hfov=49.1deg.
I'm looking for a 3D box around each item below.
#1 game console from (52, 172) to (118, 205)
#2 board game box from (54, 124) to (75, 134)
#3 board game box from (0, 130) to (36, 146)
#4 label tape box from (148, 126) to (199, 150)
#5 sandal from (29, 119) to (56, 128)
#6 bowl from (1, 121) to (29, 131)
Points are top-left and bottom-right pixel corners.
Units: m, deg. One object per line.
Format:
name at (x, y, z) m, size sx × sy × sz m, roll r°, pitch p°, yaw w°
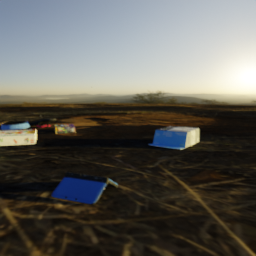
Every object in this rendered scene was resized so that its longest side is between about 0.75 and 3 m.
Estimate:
game console at (-0.985, 1.469, 6.575) m, size 1.171 × 0.693 × 0.999 m, roll 4°, pitch -22°, yaw 24°
board game box at (-3.644, 0.051, 16.011) m, size 1.090 × 0.374 × 1.318 m, roll -4°, pitch 9°, yaw -18°
board game box at (-5.519, 0.448, 12.720) m, size 2.537 × 0.439 × 1.602 m, roll -2°, pitch 10°, yaw -16°
label tape box at (2.045, 0.396, 12.309) m, size 1.516 × 0.699 × 2.116 m, roll 5°, pitch 8°, yaw 33°
sandal at (-5.462, -0.207, 17.864) m, size 2.380 × 0.536 × 0.894 m, roll -12°, pitch -6°, yaw 31°
bowl at (-6.976, -0.148, 17.289) m, size 1.646 × 0.323 × 1.646 m, roll -2°, pitch 11°, yaw 0°
